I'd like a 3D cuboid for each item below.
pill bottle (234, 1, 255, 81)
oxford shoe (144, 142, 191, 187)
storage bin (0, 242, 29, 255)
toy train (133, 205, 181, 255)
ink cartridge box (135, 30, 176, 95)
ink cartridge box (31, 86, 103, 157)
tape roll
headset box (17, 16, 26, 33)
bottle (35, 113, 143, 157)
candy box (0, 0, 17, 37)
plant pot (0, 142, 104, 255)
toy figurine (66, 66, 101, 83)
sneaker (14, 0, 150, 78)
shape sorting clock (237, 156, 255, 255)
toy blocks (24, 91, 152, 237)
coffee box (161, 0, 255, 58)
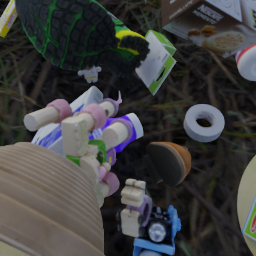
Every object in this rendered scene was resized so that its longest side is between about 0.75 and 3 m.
[{"bbox_3d":[3.729,-2.620,8.198,1.320,1.320,2.347,1,58,0],"label":"pill bottle"},{"bbox_3d":[0.618,0.421,3.878,0.610,1.712,0.611,-23,83,-6],"label":"oxford shoe"},{"bbox_3d":[-2.422,2.074,5.489,2.023,0.955,2.038,-34,64,-18],"label":"storage bin"},{"bbox_3d":[0.369,1.488,3.880,0.615,1.420,0.811,9,83,6],"label":"toy train"},{"bbox_3d":[0.580,-1.239,5.446,0.414,0.809,1.094,5,42,-37],"label":"ink cartridge box"},{"bbox_3d":[-1.147,0.064,4.884,1.515,0.356,1.497,-37,23,21],"label":"ink cartridge box"},{"bbox_3d":[1.952,-0.128,7.230,0.982,0.324,0.982,0,58,1],"label":"tape roll"},{"bbox_3d":[-2.547,-4.117,9.338,2.127,0.987,1.852,0,59,0],"label":"headset box"},{"bbox_3d":[-0.957,0.430,6.549,2.674,0.873,1.117,-23,59,-13],"label":"bottle"},{"bbox_3d":[-2.706,-2.800,6.593,1.289,0.170,0.659,-53,45,12],"label":"candy box"},{"bbox_3d":[-0.742,0.590,2.189,1.463,1.463,0.675,19,58,12],"label":"plant pot"},{"bbox_3d":[-1.197,-2.089,8.037,1.325,0.922,1.305,29,66,21],"label":"toy figurine"},{"bbox_3d":[-0.724,-1.525,4.498,1.120,2.628,1.025,44,108,22],"label":"sneaker"},{"bbox_3d":[1.715,0.775,2.663,0.293,1.496,1.496,14,50,-36],"label":"shape sorting clock"},{"bbox_3d":[-0.264,0.311,3.427,1.418,1.325,1.193,6,20,26],"label":"toy blocks"},{"bbox_3d":[1.791,-2.278,5.783,1.960,1.121,0.781,13,72,-32],"label":"coffee box"}]
